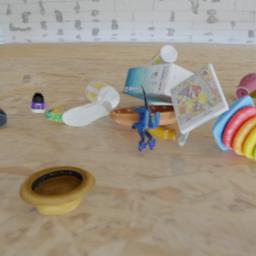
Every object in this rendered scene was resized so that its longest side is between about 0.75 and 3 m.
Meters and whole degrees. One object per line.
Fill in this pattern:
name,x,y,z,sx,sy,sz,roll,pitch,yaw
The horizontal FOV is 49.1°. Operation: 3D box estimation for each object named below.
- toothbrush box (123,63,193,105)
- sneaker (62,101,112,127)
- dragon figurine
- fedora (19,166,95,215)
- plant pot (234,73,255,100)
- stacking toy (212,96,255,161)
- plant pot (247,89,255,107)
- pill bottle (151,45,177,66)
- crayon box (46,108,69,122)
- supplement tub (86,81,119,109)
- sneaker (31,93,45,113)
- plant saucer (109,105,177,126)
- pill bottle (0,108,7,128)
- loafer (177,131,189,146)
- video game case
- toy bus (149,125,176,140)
toothbrush box,1.419,-1.660,11.375,2.023,1.179,2.764,15,-1,-33
sneaker,-1.613,-0.587,10.894,1.957,0.748,0.788,-16,19,-18
dragon figurine,0.578,-0.278,8.536,0.590,2.004,0.997,7,9,-30
fedora,-1.497,1.412,6.075,1.613,0.658,1.613,1,20,0
plant pot,5.841,-1.845,13.595,1.149,1.283,1.283,-33,36,-27
stacking toy,3.725,0.464,7.477,1.528,1.445,2.632,-45,45,0
plant pot,5.441,-0.827,9.942,1.954,1.387,1.954,-24,11,5
pill bottle,1.382,-2.740,11.311,0.720,0.720,1.319,-8,-7,-18
crayon box,-2.662,-0.522,11.321,1.113,0.324,0.661,10,24,24
supplement tub,-1.150,-1.485,12.668,1.026,1.026,1.412,-16,32,-35
sneaker,-3.754,-1.073,11.732,0.576,0.824,1.657,0,7,-21
plant saucer,0.820,-0.479,10.350,2.990,0.483,2.990,-4,9,1
pill bottle,-5.025,-0.437,10.609,0.703,0.703,1.256,-16,27,-34
loafer,1.783,0.190,9.012,0.305,0.304,0.872,23,66,9
video game case,2.048,-0.883,8.441,0.195,1.550,1.703,25,45,-40
toy bus,1.196,0.133,9.655,0.401,0.333,1.024,-12,24,-32
